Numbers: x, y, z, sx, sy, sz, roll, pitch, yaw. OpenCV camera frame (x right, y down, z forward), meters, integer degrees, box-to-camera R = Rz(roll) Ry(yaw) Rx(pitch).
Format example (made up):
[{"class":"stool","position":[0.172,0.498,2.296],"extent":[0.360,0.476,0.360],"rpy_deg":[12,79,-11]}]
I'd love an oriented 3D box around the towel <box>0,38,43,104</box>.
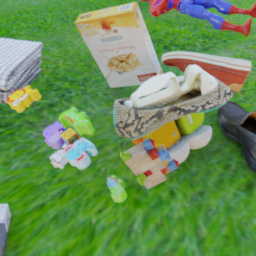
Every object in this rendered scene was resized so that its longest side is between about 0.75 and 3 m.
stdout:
[{"class":"towel","position":[-3.682,-1.616,7.770],"extent":[1.984,1.026,2.396],"rpy_deg":[8,38,5]}]

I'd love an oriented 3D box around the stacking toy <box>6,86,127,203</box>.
[{"class":"stacking toy","position":[-1.183,0.323,5.351],"extent":[0.596,1.913,2.537],"rpy_deg":[-43,42,-22]}]

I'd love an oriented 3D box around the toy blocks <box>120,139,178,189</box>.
[{"class":"toy blocks","position":[0.480,0.659,5.429],"extent":[0.796,1.165,0.582],"rpy_deg":[-30,31,13]}]

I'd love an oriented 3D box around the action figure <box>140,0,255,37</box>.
[{"class":"action figure","position":[1.404,-3.074,6.307],"extent":[2.917,1.444,0.952],"rpy_deg":[21,72,26]}]

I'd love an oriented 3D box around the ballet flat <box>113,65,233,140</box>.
[{"class":"ballet flat","position":[0.925,-0.616,5.259],"extent":[2.631,0.991,0.892],"rpy_deg":[-21,39,-16]}]

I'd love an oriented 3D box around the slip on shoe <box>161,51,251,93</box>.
[{"class":"slip on shoe","position":[1.973,-1.635,7.851],"extent":[1.077,0.889,2.906],"rpy_deg":[-6,23,-37]}]

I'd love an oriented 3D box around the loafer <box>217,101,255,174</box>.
[{"class":"loafer","position":[3.431,-0.025,7.825],"extent":[1.068,1.061,2.935],"rpy_deg":[-9,38,-9]}]

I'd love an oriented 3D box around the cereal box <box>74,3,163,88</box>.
[{"class":"cereal box","position":[-0.207,-2.516,9.149],"extent":[2.017,2.803,0.554],"rpy_deg":[-1,52,26]}]

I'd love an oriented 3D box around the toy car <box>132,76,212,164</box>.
[{"class":"toy car","position":[1.030,-0.170,7.709],"extent":[2.282,1.997,1.711],"rpy_deg":[-29,10,-31]}]

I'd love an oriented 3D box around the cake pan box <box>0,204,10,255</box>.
[{"class":"cake pan box","position":[-3.272,2.287,5.258],"extent":[1.873,0.490,1.725],"rpy_deg":[1,39,-10]}]
